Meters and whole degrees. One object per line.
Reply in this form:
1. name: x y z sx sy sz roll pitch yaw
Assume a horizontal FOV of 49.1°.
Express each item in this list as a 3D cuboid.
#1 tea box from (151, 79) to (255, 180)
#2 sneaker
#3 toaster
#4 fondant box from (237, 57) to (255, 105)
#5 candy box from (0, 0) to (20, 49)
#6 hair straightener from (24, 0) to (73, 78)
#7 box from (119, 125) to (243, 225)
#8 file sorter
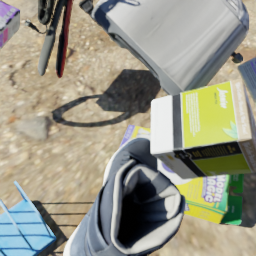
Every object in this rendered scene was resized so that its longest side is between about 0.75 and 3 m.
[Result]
1. tea box: 1.314 0.142 4.595 1.449 1.473 0.984 -10 60 26
2. sneaker: 0.162 0.698 3.663 0.903 1.716 2.375 32 47 -3
3. toaster: 0.732 -1.931 5.190 2.901 1.648 1.873 45 99 2
4. fondant box: 3.560 -0.877 4.999 2.498 0.728 1.802 -26 81 26
5. candy box: -3.906 -2.625 7.127 1.531 0.653 1.825 25 55 -8
6. hair straightener: -1.278 -1.677 4.528 0.721 1.874 0.383 -1 42 -31
7. box: 1.146 1.005 6.331 2.892 0.699 1.697 14 49 10
8. file sorter: -2.464 1.996 5.180 1.699 1.042 1.179 -34 55 -26
